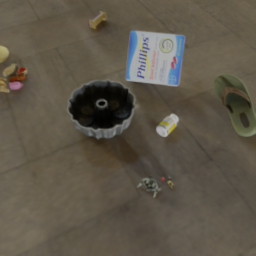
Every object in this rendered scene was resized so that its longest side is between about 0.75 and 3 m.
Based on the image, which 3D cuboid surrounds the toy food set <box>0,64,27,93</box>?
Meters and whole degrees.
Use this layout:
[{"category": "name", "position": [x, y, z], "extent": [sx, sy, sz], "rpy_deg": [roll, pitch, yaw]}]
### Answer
[{"category": "toy food set", "position": [-4.732, -1.962, 11.457], "extent": [1.135, 0.281, 1.786], "rpy_deg": [14, 46, 10]}]

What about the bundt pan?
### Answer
[{"category": "bundt pan", "position": [-0.910, -0.589, 9.983], "extent": [2.417, 0.907, 2.417], "rpy_deg": [0, 53, 0]}]

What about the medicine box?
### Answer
[{"category": "medicine box", "position": [1.038, -2.667, 10.828], "extent": [2.032, 1.851, 1.046], "rpy_deg": [7, 14, 5]}]

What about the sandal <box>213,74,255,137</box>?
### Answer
[{"category": "sandal", "position": [3.865, -0.949, 9.996], "extent": [1.052, 0.756, 2.649], "rpy_deg": [-30, 57, 22]}]

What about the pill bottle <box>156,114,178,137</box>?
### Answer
[{"category": "pill bottle", "position": [1.406, -0.104, 9.885], "extent": [0.467, 0.467, 0.834], "rpy_deg": [34, 59, 23]}]

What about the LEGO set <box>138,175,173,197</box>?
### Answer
[{"category": "LEGO set", "position": [0.844, 1.698, 8.601], "extent": [1.089, 0.309, 0.707], "rpy_deg": [-20, 57, -13]}]

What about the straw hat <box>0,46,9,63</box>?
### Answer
[{"category": "straw hat", "position": [-6.124, -3.389, 12.272], "extent": [1.582, 0.670, 1.582], "rpy_deg": [0, 53, 1]}]

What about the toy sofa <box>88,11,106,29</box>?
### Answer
[{"category": "toy sofa", "position": [-1.580, -5.400, 13.966], "extent": [0.485, 0.412, 0.995], "rpy_deg": [27, 57, 18]}]
